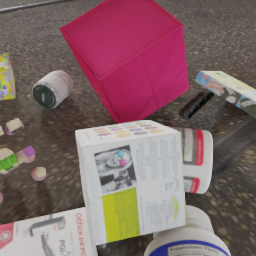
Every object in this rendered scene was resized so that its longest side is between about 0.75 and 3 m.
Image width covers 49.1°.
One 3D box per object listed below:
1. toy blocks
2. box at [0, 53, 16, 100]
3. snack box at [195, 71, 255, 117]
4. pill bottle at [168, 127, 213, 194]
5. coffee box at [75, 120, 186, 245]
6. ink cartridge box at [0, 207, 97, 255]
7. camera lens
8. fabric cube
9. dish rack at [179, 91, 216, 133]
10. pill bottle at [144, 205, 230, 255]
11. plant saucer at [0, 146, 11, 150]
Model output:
[{"bbox_3d":[-2.651,0.762,6.074,1.329,1.197,1.423,-29,89,-26],"label":"toy blocks"},{"bbox_3d":[-4.694,-1.643,9.286,1.604,0.978,1.545,-11,39,-15],"label":"box"},{"bbox_3d":[3.311,-1.101,8.556,1.299,0.415,2.236,-10,40,-43],"label":"snack box"},{"bbox_3d":[0.493,0.611,6.070,2.422,1.341,1.341,6,38,7],"label":"pill bottle"},{"bbox_3d":[-0.019,0.721,4.428,1.397,1.413,1.411,-8,11,-12],"label":"coffee box"},{"bbox_3d":[-1.357,2.134,4.649,1.654,0.701,1.204,-8,38,-14],"label":"ink cartridge box"},{"bbox_3d":[-2.360,-1.213,8.807,0.898,0.898,1.122,12,38,15],"label":"camera lens"},{"bbox_3d":[-0.009,-1.820,7.562,2.351,2.343,2.306,-33,59,-4],"label":"fabric cube"},{"bbox_3d":[1.769,-0.170,6.893,1.003,1.308,0.357,-39,36,-20],"label":"dish rack"},{"bbox_3d":[0.866,2.287,3.860,1.339,1.339,2.390,1,29,2],"label":"pill bottle"},{"bbox_3d":[-2.862,0.653,5.997,0.114,0.773,0.773,42,51,13],"label":"plant saucer"}]
